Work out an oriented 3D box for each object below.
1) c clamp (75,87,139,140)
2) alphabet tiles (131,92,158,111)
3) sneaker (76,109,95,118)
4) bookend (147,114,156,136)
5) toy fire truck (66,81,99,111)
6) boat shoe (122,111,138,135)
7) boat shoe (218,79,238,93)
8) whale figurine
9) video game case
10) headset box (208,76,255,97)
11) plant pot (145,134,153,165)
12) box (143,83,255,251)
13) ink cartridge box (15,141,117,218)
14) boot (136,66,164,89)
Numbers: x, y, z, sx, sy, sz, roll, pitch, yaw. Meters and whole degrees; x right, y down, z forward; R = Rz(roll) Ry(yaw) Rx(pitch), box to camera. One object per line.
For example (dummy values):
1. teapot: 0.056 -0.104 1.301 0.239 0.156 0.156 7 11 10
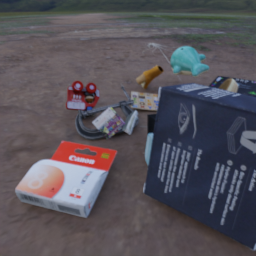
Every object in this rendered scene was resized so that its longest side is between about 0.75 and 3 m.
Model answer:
1. c clamp: -0.854 -0.522 11.122 2.817 0.381 2.406 -20 50 -23
2. alphabet tiles: 1.126 -1.201 12.873 1.997 0.075 1.669 6 31 -2
3. sneaker: -1.835 -0.685 11.682 0.895 0.338 0.517 -15 76 -40
4. bookend: 0.977 0.018 9.667 0.390 0.841 0.846 -6 16 -14
5. toy fire truck: -1.859 -1.236 11.497 1.368 1.148 0.767 5 -12 -23
6. boat shoe: 0.105 -0.181 8.835 0.326 0.284 0.885 -30 27 46
7. boat shoe: 2.940 -0.239 8.837 0.841 2.590 0.934 18 8 -3
8. whale figurine: 2.729 -2.974 12.577 1.665 1.086 2.092 -27 34 -4
9. video game case: -0.672 -0.158 9.777 0.824 0.909 0.163 48 24 -5
10. headset box: 4.839 -1.434 12.515 2.248 1.043 1.957 15 32 27
11. plant pot: 1.032 0.648 8.728 1.020 1.017 1.039 0 19 -18
12. box: 2.120 0.645 6.592 2.879 2.832 1.691 21 23 34
13. ink cartridge box: -1.581 1.156 7.809 1.962 0.606 2.419 9 44 15
14. boot: 1.193 -2.550 14.062 1.340 0.658 1.871 -27 -4 14
